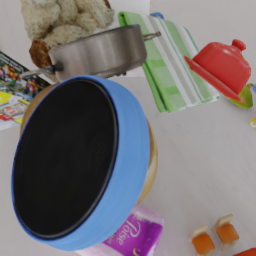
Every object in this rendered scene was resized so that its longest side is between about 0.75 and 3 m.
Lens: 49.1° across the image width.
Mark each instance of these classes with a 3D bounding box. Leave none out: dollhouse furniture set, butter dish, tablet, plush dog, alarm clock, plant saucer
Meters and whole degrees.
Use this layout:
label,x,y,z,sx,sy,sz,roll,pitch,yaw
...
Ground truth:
label,x,y,z,sx,sy,sz,roll,pitch,yaw
dollhouse furniture set,2.445,2.616,5.269,2.068,1.077,2.091,-16,53,-12
butter dish,1.470,-0.995,4.294,1.045,0.774,1.048,37,16,-5
tablet,-0.197,-2.215,6.350,1.380,2.120,0.145,3,26,13
plush dog,-1.316,-1.688,5.325,1.725,2.150,1.846,-18,81,32
alarm clock,-0.567,-0.967,4.038,2.047,0.682,1.381,-24,17,-37
plant saucer,-0.434,0.154,4.605,2.505,0.444,2.505,15,58,-25

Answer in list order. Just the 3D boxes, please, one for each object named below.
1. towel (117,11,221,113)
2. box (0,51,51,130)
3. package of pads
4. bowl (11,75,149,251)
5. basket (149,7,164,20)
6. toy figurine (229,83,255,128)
label,x,y,z,sx,sy,sz,roll,pitch,yaw
towel,1.012,-1.410,6.171,2.895,0.444,2.160,-17,79,-53
box,-3.042,-0.550,4.984,2.986,2.039,0.563,-11,65,26
package of pads,-0.517,2.066,5.861,2.282,0.863,1.375,23,57,18
bowl,-0.634,0.308,3.017,1.878,0.369,1.878,-17,63,36
basket,0.473,-2.382,7.554,1.254,1.589,1.802,-21,65,-6
toy figurine,4.159,-0.883,7.751,1.468,1.667,2.783,-22,55,-17
